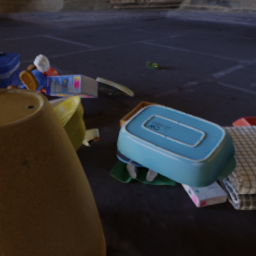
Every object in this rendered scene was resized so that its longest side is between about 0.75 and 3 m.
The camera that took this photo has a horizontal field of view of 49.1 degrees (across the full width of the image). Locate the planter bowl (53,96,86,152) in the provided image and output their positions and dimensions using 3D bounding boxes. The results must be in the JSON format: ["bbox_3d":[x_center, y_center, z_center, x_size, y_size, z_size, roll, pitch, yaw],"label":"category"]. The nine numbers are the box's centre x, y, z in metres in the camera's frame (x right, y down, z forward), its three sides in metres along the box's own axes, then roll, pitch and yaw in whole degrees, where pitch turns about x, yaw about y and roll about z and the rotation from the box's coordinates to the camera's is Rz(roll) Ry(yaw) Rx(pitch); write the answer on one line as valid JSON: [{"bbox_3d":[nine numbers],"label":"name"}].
[{"bbox_3d":[-1.795,0.221,7.438,2.182,0.909,2.182,-34,25,19],"label":"planter bowl"}]

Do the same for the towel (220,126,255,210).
[{"bbox_3d":[3.080,0.876,6.584,1.945,1.005,2.349,-3,29,-1],"label":"towel"}]

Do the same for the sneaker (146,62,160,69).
[{"bbox_3d":[1.377,-3.432,15.436,0.847,0.330,0.361,28,31,27],"label":"sneaker"}]

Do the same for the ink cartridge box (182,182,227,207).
[{"bbox_3d":[1.659,1.309,6.522,0.708,0.249,1.186,-7,32,-15],"label":"ink cartridge box"}]

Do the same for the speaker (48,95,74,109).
[{"bbox_3d":[-2.622,-0.532,9.443,1.881,0.764,0.764,-20,34,-32],"label":"speaker"}]

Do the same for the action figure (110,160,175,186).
[{"bbox_3d":[0.610,0.470,7.622,1.559,0.722,2.639,11,30,8],"label":"action figure"}]

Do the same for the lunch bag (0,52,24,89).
[{"bbox_3d":[-5.548,-2.275,11.695,1.747,1.701,2.571,-3,27,-5],"label":"lunch bag"}]

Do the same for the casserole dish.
[{"bbox_3d":[1.010,0.233,6.343,2.861,0.555,1.733,22,49,34],"label":"casserole dish"}]

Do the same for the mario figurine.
[{"bbox_3d":[-3.782,-1.964,10.921,1.838,1.578,2.977,-7,17,4],"label":"mario figurine"}]

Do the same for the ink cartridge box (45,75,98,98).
[{"bbox_3d":[-2.274,-1.557,10.773,1.871,0.714,1.277,4,1,22],"label":"ink cartridge box"}]

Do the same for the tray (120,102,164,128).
[{"bbox_3d":[0.531,-0.385,9.630,0.880,0.330,1.784,13,30,23],"label":"tray"}]

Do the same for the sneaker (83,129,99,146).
[{"bbox_3d":[-1.353,0.347,8.220,1.065,0.451,0.388,-13,-5,21],"label":"sneaker"}]

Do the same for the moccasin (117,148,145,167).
[{"bbox_3d":[0.734,0.470,6.675,2.028,0.692,0.816,1,42,6],"label":"moccasin"}]

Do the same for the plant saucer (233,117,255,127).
[{"bbox_3d":[4.564,0.137,8.610,1.973,0.362,1.969,-1,28,-4],"label":"plant saucer"}]

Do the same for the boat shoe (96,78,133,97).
[{"bbox_3d":[-0.584,-1.588,11.627,1.695,0.527,0.632,21,13,11],"label":"boat shoe"}]

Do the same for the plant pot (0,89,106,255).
[{"bbox_3d":[-1.729,0.972,4.302,2.703,2.900,2.703,1,27,0],"label":"plant pot"}]
